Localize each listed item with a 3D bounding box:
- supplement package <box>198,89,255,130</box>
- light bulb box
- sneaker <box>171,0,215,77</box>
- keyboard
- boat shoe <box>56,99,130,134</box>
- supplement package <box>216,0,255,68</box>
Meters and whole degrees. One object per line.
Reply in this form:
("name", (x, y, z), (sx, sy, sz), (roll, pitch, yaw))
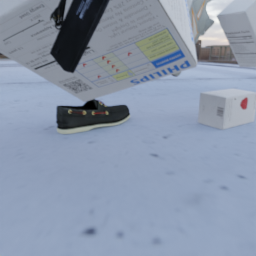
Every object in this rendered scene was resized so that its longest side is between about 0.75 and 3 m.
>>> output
("supplement package", (3.230, -0.659, 9.075), (1.682, 1.020, 1.008), (-12, 20, -34))
("light bulb box", (-0.586, -2.068, 5.071), (2.828, 1.780, 2.853), (-14, -23, 26))
("sneaker", (1.876, -2.814, 8.266), (1.245, 2.706, 1.024), (6, 22, -8))
("keyboard", (-0.444, -1.217, 2.716), (0.132, 1.279, 0.813), (6, 35, -47))
("boat shoe", (-0.995, -0.472, 8.842), (2.701, 0.846, 0.988), (-12, 19, -39))
("supplement package", (3.743, -2.908, 8.348), (1.157, 1.908, 1.142), (-43, 27, -10))
